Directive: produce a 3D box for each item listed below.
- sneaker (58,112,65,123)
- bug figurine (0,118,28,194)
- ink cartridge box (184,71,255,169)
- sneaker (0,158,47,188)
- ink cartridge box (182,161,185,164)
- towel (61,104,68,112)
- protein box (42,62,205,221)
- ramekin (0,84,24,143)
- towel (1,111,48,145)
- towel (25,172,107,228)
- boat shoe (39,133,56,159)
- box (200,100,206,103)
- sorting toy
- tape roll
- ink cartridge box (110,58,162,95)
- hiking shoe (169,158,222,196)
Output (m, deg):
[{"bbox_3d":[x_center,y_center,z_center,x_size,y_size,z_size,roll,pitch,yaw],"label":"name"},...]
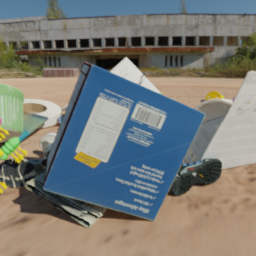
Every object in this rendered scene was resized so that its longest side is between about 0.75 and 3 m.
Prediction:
[{"bbox_3d":[-2.481,-0.493,11.897,0.973,0.809,2.159,-4,12,-17],"label":"sneaker"},{"bbox_3d":[-3.005,0.496,5.919,1.802,1.397,0.464,40,-9,28],"label":"bug figurine"},{"bbox_3d":[2.755,-0.193,6.444,2.275,2.842,0.672,-5,43,-23],"label":"ink cartridge box"},{"bbox_3d":[-2.091,1.008,6.363,1.661,0.644,0.717,-2,-9,2],"label":"sneaker"},{"bbox_3d":[1.546,0.473,8.111,1.029,0.594,1.409,14,17,31],"label":"ink cartridge box"},{"bbox_3d":[-2.414,-1.084,12.231,0.913,0.147,0.872,-13,29,43],"label":"towel"},{"bbox_3d":[-0.166,0.194,4.935,2.005,2.019,1.362,21,10,-18],"label":"protein box"},{"bbox_3d":[-4.047,-0.271,7.585,2.433,1.188,2.433,-9,-10,-2],"label":"ramekin"},{"bbox_3d":[-4.153,-0.101,9.937,1.773,0.262,2.417,15,23,6],"label":"towel"},{"bbox_3d":[-0.943,1.102,5.272,1.401,0.251,1.455,29,21,9],"label":"towel"},{"bbox_3d":[-1.875,0.643,7.352,1.959,0.694,0.684,16,28,39],"label":"boat shoe"},{"bbox_3d":[3.632,-0.568,11.441,1.302,1.080,1.069,2,14,11],"label":"box"},{"bbox_3d":[3.527,-0.444,8.961,2.469,1.319,2.222,28,28,31],"label":"sorting toy"},{"bbox_3d":[-4.140,-0.654,12.016,2.452,0.448,2.452,8,24,-3],"label":"tape roll"},{"bbox_3d":[0.175,-1.342,10.867,1.001,2.381,1.738,-48,11,-18],"label":"ink cartridge box"},{"bbox_3d":[1.387,0.947,6.205,1.655,0.616,0.718,-9,17,-32],"label":"hiking shoe"}]
